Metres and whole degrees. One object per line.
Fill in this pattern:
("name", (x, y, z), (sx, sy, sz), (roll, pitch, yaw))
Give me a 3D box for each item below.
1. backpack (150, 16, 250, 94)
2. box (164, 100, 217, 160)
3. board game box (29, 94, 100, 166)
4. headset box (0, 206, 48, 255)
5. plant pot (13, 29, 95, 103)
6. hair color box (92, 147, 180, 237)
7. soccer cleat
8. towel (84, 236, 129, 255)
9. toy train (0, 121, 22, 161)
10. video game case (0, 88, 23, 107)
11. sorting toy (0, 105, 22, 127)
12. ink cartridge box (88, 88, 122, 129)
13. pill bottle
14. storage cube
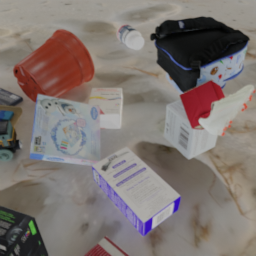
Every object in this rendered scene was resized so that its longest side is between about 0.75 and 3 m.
("backpack", (2.586, -2.398, 9.644), (2.748, 2.223, 2.885), (-25, 52, -6))
("box", (2.339, -0.068, 10.353), (1.369, 1.591, 1.598), (-21, 44, -22))
("board game box", (-2.134, 0.090, 9.844), (2.303, 0.502, 2.314), (10, 57, -22))
("headset box", (-2.853, 3.141, 6.321), (1.003, 1.882, 2.162), (12, 40, 15))
("plant pot", (-3.464, -2.587, 12.747), (2.793, 2.793, 2.716), (27, 55, 28))
("hair color box", (0.174, 1.849, 8.684), (1.422, 0.843, 2.601), (-27, 49, -27))
("soccer cleat", (2.415, -0.540, 6.738), (0.679, 0.607, 1.751), (36, 66, 24))
("towel", (-0.828, 4.098, 6.415), (2.077, 0.328, 2.883), (28, 46, 32))
("toy train", (-5.056, 0.505, 9.853), (2.401, 1.368, 1.023), (-7, 40, -9))
("video game case", (-6.367, -0.929, 12.459), (1.911, 0.254, 2.675), (22, 46, 24))
("sorting toy", (-5.929, -0.294, 11.311), (2.710, 0.363, 2.019), (6, 46, 1))
("ink cartridge box", (-0.959, -1.030, 12.132), (1.391, 0.806, 2.388), (1, 40, 1))
("pill bottle", (0.183, -5.551, 17.276), (1.124, 1.124, 1.880), (-18, 44, -21))
("storage cube", (2.385, -0.651, 8.551), (1.251, 1.070, 1.125), (1, 67, -58))
